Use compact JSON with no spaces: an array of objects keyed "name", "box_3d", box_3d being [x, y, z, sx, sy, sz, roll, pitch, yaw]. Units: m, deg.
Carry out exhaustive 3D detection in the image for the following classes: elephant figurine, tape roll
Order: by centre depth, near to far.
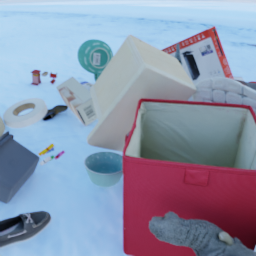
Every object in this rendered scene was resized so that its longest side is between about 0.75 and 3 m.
[{"name":"elephant figurine","box_3d":[1.833,2.270,3.983,2.640,1.868,2.048,-5,16,-21]},{"name":"tape roll","box_3d":[-3.620,-0.545,9.870,1.529,0.279,1.529,-7,37,6]}]

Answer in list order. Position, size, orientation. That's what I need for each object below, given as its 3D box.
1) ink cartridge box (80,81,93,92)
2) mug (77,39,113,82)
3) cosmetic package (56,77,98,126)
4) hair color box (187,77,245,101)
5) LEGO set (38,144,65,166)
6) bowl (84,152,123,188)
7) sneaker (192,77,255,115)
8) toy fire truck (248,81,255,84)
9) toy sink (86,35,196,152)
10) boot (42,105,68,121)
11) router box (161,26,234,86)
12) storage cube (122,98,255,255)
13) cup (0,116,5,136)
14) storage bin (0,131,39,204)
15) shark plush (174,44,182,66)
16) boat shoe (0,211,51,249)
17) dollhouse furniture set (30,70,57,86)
[{"name":"ink cartridge box","box_3d":[-1.614,-1.390,11.500,1.940,0.407,1.158,29,43,36]},{"name":"mug","box_3d":[-1.182,-2.704,11.145,1.334,1.623,1.004,-44,28,-3]},{"name":"cosmetic package","box_3d":[-1.761,-0.971,9.981,0.792,0.938,1.814,-35,43,-13]},{"name":"hair color box","box_3d":[3.125,-1.414,11.052,2.924,0.886,1.447,1,30,3]},{"name":"LEGO set","box_3d":[-1.648,0.516,6.036,0.341,0.317,0.830,-39,-2,11]},{"name":"bowl","box_3d":[-0.573,1.090,7.022,1.078,0.564,1.078,4,24,-2]},{"name":"sneaker","box_3d":[2.892,-0.525,6.298,2.856,1.101,1.170,16,22,32]},{"name":"toy fire truck","box_3d":[3.332,-0.539,8.404,0.601,1.738,2.464,-1,60,53]},{"name":"toy sink","box_3d":[0.097,-0.738,7.081,1.648,2.528,1.416,15,39,-35]},{"name":"boot","box_3d":[-2.648,-0.510,10.101,1.009,0.377,0.489,-15,42,-7]},{"name":"router box","box_3d":[2.202,-2.088,9.185,0.483,1.775,1.977,-34,15,-38]},{"name":"storage cube","box_3d":[1.212,0.990,5.482,2.629,2.364,2.248,5,31,7]},{"name":"cup","box_3d":[-5.281,-0.516,8.687,2.421,1.731,2.421,0,30,0]},{"name":"storage bin","box_3d":[-2.997,1.061,6.807,1.068,1.158,1.591,31,33,-2]},{"name":"shark plush","box_3d":[1.437,-1.761,7.794,0.497,1.093,0.455,12,6,-1]},{"name":"boat shoe","box_3d":[-2.313,2.020,5.605,1.576,0.449,0.527,-19,35,-29]},{"name":"dollhouse furniture set","box_3d":[-3.849,-2.249,12.813,1.136,0.611,0.462,9,31,4]}]
